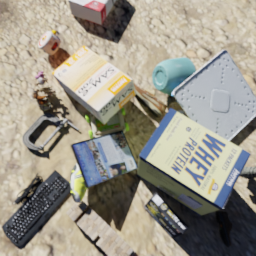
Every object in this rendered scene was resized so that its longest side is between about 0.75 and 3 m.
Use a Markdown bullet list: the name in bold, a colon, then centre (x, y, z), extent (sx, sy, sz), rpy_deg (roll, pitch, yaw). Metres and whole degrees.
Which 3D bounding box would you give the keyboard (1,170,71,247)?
- **keyboard**: centre (-3.378, 2.675, 9.928), extent (1.425, 0.543, 2.738), rpy_deg (37, 72, 13)

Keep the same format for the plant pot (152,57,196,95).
- **plant pot**: centre (1.695, -1.993, 11.005), extent (1.233, 1.537, 1.537), rpy_deg (-8, 66, -31)

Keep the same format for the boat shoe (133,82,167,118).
- **boat shoe**: centre (0.828, -1.215, 11.356), extent (0.668, 0.685, 1.810), rpy_deg (-44, 84, -6)

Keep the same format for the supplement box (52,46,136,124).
- **supplement box**: centre (-1.346, -1.746, 10.989), extent (2.879, 1.059, 1.815), rpy_deg (38, 76, 26)

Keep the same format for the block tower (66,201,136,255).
- **block tower**: centre (-0.919, 3.550, 9.474), extent (2.592, 0.749, 0.700), rpy_deg (40, 74, 13)

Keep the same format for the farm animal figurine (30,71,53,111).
- **farm animal figurine**: centre (-3.538, -1.441, 11.244), extent (0.708, 1.137, 1.408), rpy_deg (-10, 71, 5)

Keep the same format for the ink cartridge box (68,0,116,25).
- **ink cartridge box**: centre (-1.517, -6.168, 13.154), extent (1.652, 0.933, 2.251), rpy_deg (23, 70, 8)

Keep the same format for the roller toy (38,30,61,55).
- **roller toy**: centre (-3.426, -3.689, 12.145), extent (0.973, 0.680, 0.888), rpy_deg (-23, 54, 33)

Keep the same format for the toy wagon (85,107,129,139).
- **toy wagon**: centre (-0.782, 0.019, 11.034), extent (1.574, 0.401, 2.028), rpy_deg (-12, 70, -4)

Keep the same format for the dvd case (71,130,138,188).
- **dvd case**: centre (-0.802, 1.039, 10.001), extent (2.200, 0.193, 1.569), rpy_deg (-15, 77, -36)

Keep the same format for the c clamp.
- **c clamp**: centre (-3.146, 0.200, 10.983), extent (1.602, 0.254, 1.876), rpy_deg (39, 72, 15)

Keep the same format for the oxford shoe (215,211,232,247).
- **oxford shoe**: centre (3.417, 3.481, 9.670), extent (0.500, 0.430, 1.184), rpy_deg (-2, 72, -11)

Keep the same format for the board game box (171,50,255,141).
- **board game box**: centre (3.448, -1.024, 10.795), extent (2.890, 0.374, 2.890), rpy_deg (-40, 101, -14)

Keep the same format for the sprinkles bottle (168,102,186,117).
- **sprinkles bottle**: centre (2.054, -0.184, 11.011), extent (0.576, 0.576, 1.688), rpy_deg (-10, 68, -4)

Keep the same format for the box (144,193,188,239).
- **box**: centre (1.236, 2.977, 9.435), extent (0.363, 1.192, 1.479), rpy_deg (-38, 73, -23)

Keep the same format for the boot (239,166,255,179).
- **boot**: centre (4.926, 1.699, 10.071), extent (1.356, 2.076, 0.703), rpy_deg (-7, 65, 46)

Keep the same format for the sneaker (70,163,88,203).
- **sneaker**: centre (-1.412, 1.529, 9.898), extent (0.890, 0.878, 2.329), rpy_deg (5, 53, 9)

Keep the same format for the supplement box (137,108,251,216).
- **supplement box**: centre (1.926, 1.269, 9.256), extent (2.764, 2.761, 1.855), rpy_deg (31, 72, 12)
